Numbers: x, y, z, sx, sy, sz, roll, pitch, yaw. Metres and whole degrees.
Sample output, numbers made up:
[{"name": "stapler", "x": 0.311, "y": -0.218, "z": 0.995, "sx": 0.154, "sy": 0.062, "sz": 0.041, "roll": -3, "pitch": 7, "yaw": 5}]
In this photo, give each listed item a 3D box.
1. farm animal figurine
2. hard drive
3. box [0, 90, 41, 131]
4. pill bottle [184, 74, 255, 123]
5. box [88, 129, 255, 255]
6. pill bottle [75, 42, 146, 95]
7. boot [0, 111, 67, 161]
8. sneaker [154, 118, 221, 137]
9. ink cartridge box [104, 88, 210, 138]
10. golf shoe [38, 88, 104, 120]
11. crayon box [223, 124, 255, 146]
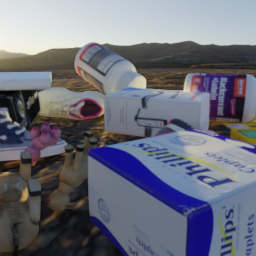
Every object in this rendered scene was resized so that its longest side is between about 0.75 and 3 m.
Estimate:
[{"name": "farm animal figurine", "x": -1.474, "y": 0.831, "z": 3.917, "sx": 2.174, "sy": 1.134, "sz": 2.150, "roll": 5, "pitch": 26, "yaw": -11}, {"name": "hard drive", "x": -3.072, "y": -1.199, "z": 7.128, "sx": 2.145, "sy": 0.286, "sz": 1.415, "roll": -4, "pitch": 19, "yaw": -12}, {"name": "box", "x": -4.137, "y": -0.554, "z": 7.784, "sx": 2.773, "sy": 1.194, "sz": 2.271, "roll": -4, "pitch": 23, "yaw": -1}, {"name": "pill bottle", "x": 3.444, "y": -1.027, "z": 9.611, "sx": 2.904, "sy": 1.618, "sz": 1.618, "roll": 5, "pitch": 16, "yaw": 19}, {"name": "box", "x": 0.816, "y": 0.840, "z": 3.603, "sx": 2.082, "sy": 1.092, "sz": 1.915, "roll": -10, "pitch": 17, "yaw": -32}, {"name": "pill bottle", "x": -0.674, "y": -2.092, "z": 10.826, "sx": 2.773, "sy": 1.535, "sz": 1.535, "roll": 38, "pitch": 34, "yaw": 30}, {"name": "boot", "x": -2.580, "y": 0.091, "z": 5.935, "sx": 2.526, "sy": 1.141, "sz": 0.919, "roll": -3, "pitch": 1, "yaw": -24}, {"name": "sneaker", "x": 1.334, "y": 0.500, "z": 5.773, "sx": 0.795, "sy": 0.859, "sz": 2.130, "roll": -37, "pitch": 28, "yaw": -17}, {"name": "ink cartridge box", "x": 0.943, "y": -0.487, "z": 8.468, "sx": 2.772, "sy": 1.169, "sz": 2.024, "roll": 6, "pitch": 16, "yaw": 21}, {"name": "golf shoe", "x": -2.172, "y": -0.833, "z": 10.081, "sx": 2.938, "sy": 1.106, "sz": 1.344, "roll": -3, "pitch": 18, "yaw": -5}, {"name": "crayon box", "x": 3.142, "y": 0.602, "z": 5.194, "sx": 1.817, "sy": 0.746, "sz": 2.891, "roll": -1, "pitch": 15, "yaw": -3}]
